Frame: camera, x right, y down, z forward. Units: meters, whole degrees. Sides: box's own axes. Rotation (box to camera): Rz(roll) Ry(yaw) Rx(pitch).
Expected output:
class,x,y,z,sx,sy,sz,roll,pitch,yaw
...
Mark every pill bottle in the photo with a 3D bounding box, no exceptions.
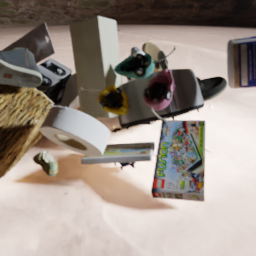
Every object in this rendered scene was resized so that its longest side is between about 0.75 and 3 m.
class,x,y,z,sx,sy,sz,roll,pitch,yaw
pill bottle,4.414,-2.031,8.408,2.696,1.560,1.560,-1,24,22

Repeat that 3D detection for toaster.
class,x,y,z,sx,sy,sz,roll,pitch,yaw
toaster,-3.293,-1.408,10.750,1.264,2.130,1.926,35,43,3
toaster,0.952,-0.959,9.775,2.410,1.582,2.665,-13,2,39

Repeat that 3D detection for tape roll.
class,x,y,z,sx,sy,sz,roll,pitch,yaw
tape roll,-1.223,0.115,6.491,1.554,1.554,0.544,13,68,24

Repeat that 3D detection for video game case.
class,x,y,z,sx,sy,sz,roll,pitch,yaw
video game case,-0.198,0.698,7.968,1.866,0.214,1.698,-4,8,9

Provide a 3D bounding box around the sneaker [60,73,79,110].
class,x,y,z,sx,sy,sz,roll,pitch,yaw
sneaker,-1.743,-1.278,10.945,1.356,2.347,0.865,-11,60,-39

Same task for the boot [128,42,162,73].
class,x,y,z,sx,sy,sz,roll,pitch,yaw
boot,0.633,-2.834,11.734,1.823,0.793,2.192,21,-12,38

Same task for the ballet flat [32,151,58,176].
class,x,y,z,sx,sy,sz,roll,pitch,yaw
ballet flat,-1.729,0.665,5.847,0.360,0.360,1.019,-17,24,-30

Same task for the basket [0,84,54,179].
class,x,y,z,sx,sy,sz,roll,pitch,yaw
basket,-3.332,-0.044,7.479,1.642,1.714,2.301,36,62,-3

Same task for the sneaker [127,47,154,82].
class,x,y,z,sx,sy,sz,roll,pitch,yaw
sneaker,0.356,-2.180,11.290,0.983,2.573,1.036,-29,76,-19

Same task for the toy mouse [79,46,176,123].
class,x,y,z,sx,sy,sz,roll,pitch,yaw
toy mouse,0.473,-1.240,7.798,2.648,0.577,2.980,-45,52,-9

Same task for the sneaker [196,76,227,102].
class,x,y,z,sx,sy,sz,roll,pitch,yaw
sneaker,2.572,-1.741,10.957,2.563,1.361,0.959,-18,37,7

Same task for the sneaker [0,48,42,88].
class,x,y,z,sx,sy,sz,roll,pitch,yaw
sneaker,-2.976,-1.568,6.574,1.819,0.680,0.966,14,43,-48

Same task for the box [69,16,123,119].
class,x,y,z,sx,sy,sz,roll,pitch,yaw
box,-0.940,-1.800,8.797,1.220,2.970,1.016,1,11,32

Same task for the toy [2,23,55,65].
class,x,y,z,sx,sy,sz,roll,pitch,yaw
toy,-4.134,-2.825,11.262,2.751,1.584,0.649,-25,-19,10

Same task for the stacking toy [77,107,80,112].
class,x,y,z,sx,sy,sz,roll,pitch,yaw
stacking toy,-2.005,-0.399,10.367,0.543,0.936,0.514,33,0,-40

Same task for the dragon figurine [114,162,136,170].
class,x,y,z,sx,sy,sz,roll,pitch,yaw
dragon figurine,-0.195,0.945,8.194,0.882,0.438,0.259,36,27,-1

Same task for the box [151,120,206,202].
class,x,y,z,sx,sy,sz,roll,pitch,yaw
box,1.392,0.777,7.418,1.278,0.403,2.322,0,50,15

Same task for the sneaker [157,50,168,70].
class,x,y,z,sx,sy,sz,roll,pitch,yaw
sneaker,1.343,-2.657,10.825,0.323,0.863,0.458,-7,39,18
